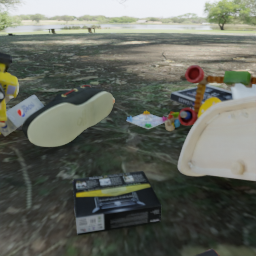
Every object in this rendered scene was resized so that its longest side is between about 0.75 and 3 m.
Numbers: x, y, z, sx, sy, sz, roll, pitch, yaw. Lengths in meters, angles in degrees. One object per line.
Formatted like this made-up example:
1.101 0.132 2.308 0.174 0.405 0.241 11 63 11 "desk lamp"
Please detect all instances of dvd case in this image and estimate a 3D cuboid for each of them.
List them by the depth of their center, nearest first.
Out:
3.100 -1.076 10.331 1.958 0.322 2.605 26 30 37 "dvd case"

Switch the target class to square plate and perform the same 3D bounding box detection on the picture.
4.785 -0.976 9.624 2.525 0.359 2.501 12 25 11 "square plate"

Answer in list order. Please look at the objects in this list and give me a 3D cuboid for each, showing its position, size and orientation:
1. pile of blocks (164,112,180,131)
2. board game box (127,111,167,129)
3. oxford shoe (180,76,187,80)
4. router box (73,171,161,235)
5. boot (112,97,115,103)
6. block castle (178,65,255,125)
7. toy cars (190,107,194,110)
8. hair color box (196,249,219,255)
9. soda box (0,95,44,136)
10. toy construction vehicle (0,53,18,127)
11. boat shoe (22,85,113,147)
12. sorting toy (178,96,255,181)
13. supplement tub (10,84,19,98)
1.417 -0.287 8.644 0.472 0.357 1.149 -7 20 19 "pile of blocks"
0.618 -0.284 9.055 0.969 0.125 0.970 -20 30 -40 "board game box"
3.081 -2.659 14.375 0.885 0.374 0.322 -8 26 -15 "oxford shoe"
-0.251 1.282 5.020 1.418 0.370 1.115 -5 23 -11 "router box"
-1.212 -1.064 10.483 1.440 0.540 0.772 15 22 14 "boot"
2.720 -0.719 7.407 2.651 1.772 1.244 10 0 37 "block castle"
2.480 -0.385 8.939 1.439 0.645 0.319 21 74 40 "toy cars"
0.948 2.234 2.340 1.168 0.705 2.301 -9 25 -22 "hair color box"
-3.266 -0.417 8.500 0.574 0.534 1.682 -31 14 24 "soda box"
-3.244 -0.730 6.973 0.869 2.468 2.149 6 41 -33 "toy construction vehicle"
-1.598 -0.378 7.400 0.933 1.090 2.979 21 31 25 "boat shoe"
2.826 0.318 5.118 2.563 1.521 2.847 11 -8 -25 "sorting toy"
-4.925 -1.690 11.595 0.734 0.734 1.016 -7 24 -16 "supplement tub"
